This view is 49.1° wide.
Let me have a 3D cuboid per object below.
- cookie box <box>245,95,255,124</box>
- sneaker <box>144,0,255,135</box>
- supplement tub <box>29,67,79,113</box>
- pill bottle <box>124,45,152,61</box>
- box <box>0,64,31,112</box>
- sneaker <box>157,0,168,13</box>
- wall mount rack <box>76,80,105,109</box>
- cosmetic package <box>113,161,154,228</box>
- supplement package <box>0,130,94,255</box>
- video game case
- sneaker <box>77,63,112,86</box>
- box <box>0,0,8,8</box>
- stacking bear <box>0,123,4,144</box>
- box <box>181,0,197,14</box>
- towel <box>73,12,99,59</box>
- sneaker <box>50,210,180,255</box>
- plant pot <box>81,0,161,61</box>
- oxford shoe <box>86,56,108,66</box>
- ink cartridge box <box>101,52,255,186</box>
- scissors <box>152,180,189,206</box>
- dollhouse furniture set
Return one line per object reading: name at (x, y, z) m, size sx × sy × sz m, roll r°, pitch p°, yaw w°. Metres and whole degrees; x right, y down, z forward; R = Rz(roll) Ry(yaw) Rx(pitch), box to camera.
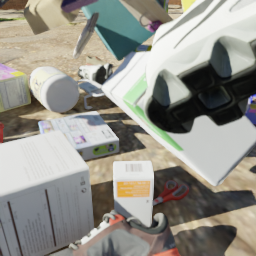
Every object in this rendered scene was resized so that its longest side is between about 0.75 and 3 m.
cookie box at (4.155, -1.168, 7.493) m, size 1.900 × 0.835 × 2.222 m, roll 6°, pitch 65°, yaw 12°
sneaker at (0.976, -0.716, 1.489) m, size 2.041 × 0.756 × 0.903 m, roll -18°, pitch 51°, yaw 24°
supplement tub at (-2.275, -1.209, 8.440) m, size 1.127 × 1.127 × 1.554 m, roll -17°, pitch 31°, yaw -30°
pill bottle at (1.330, -1.947, 9.411) m, size 2.739 × 1.545 × 1.545 m, roll 8°, pitch 28°, yaw 16°
box at (-4.351, -1.152, 8.502) m, size 1.759 × 0.967 × 2.000 m, roll 25°, pitch 36°, yaw 39°
sneaker at (1.002, -4.693, 9.577) m, size 0.663 × 1.794 × 0.726 m, roll 15°, pitch 29°, yaw 40°
wall mount rack at (-0.962, -1.125, 8.940) m, size 1.424 × 0.611 × 1.639 m, roll -21°, pitch 34°, yaw -28°
cosmetic package at (0.068, 1.027, 4.116) m, size 0.555 × 1.094 × 0.390 m, roll -2°, pitch 32°, yaw -2°
supplement package at (-1.702, 1.045, 3.915) m, size 2.095 × 1.255 × 1.270 m, roll -14°, pitch 31°, yaw -26°
video game case at (-1.194, 0.194, 6.537) m, size 1.488 × 0.373 × 1.642 m, roll -11°, pitch 29°, yaw -20°
sneaker at (-1.356, -1.885, 10.367) m, size 1.220 × 0.800 × 2.120 m, roll -5°, pitch 19°, yaw 11°
box at (-2.076, -1.857, 3.353) m, size 0.776 × 1.101 × 1.488 m, roll 27°, pitch 56°, yaw -7°
stacking bear at (-3.663, 0.187, 5.918) m, size 1.894 × 1.077 × 1.150 m, roll -1°, pitch 37°, yaw -19°
box at (1.328, -0.925, 4.356) m, size 0.561 × 2.237 × 0.842 m, roll -9°, pitch 13°, yaw 21°
towel at (-0.725, -1.562, 4.730) m, size 0.133 × 0.773 × 0.512 m, roll 25°, pitch 56°, yaw -19°
sneaker at (-0.317, 1.440, 3.448) m, size 1.919 × 0.786 × 0.739 m, roll -2°, pitch -16°, yaw -22°
plant pot at (-0.405, -3.183, 6.868) m, size 1.598 × 2.261 × 1.598 m, roll -37°, pitch 31°, yaw 4°
oxford shoe at (-1.400, -2.998, 12.662) m, size 1.191 × 0.445 × 0.419 m, roll 11°, pitch 29°, yaw 20°
ink cartridge box at (0.481, -0.255, 3.488) m, size 0.755 × 1.311 × 1.796 m, roll -48°, pitch 21°, yaw 0°
scissors at (0.574, 1.251, 4.809) m, size 0.448 × 0.085 × 1.223 m, roll 27°, pitch 39°, yaw 35°
dollhouse furniture set at (-0.428, -2.465, 5.461) m, size 2.747 × 2.177 × 1.950 m, roll 6°, pitch -18°, yaw 46°
